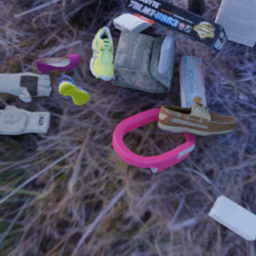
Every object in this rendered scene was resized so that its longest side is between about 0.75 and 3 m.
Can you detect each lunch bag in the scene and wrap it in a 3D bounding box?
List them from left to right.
[{"bbox_3d":[0.622,-2.275,9.865,2.111,1.241,1.731,11,66,1],"label":"lunch bag"}]

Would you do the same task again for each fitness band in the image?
[{"bbox_3d":[0.847,0.308,8.622,2.733,0.511,1.962,-21,52,-29],"label":"fitness band"}]

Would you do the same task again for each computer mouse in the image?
[{"bbox_3d":[0.973,-3.275,10.803,1.824,0.481,1.263,20,66,21],"label":"computer mouse"}]

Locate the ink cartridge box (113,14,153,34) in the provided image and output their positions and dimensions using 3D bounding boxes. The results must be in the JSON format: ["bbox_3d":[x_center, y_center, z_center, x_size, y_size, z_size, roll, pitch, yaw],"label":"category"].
[{"bbox_3d":[0.368,-4.302,11.091,1.519,0.359,1.216,-38,50,-14],"label":"ink cartridge box"}]

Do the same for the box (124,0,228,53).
[{"bbox_3d":[1.686,-3.340,8.953,2.862,2.883,0.716,29,111,14],"label":"box"}]

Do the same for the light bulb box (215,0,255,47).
[{"bbox_3d":[4.624,-5.167,10.331,1.783,2.858,2.833,21,66,9],"label":"light bulb box"}]

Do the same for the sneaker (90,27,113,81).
[{"bbox_3d":[-0.732,-2.111,7.963,0.665,0.674,1.765,0,60,-18],"label":"sneaker"}]

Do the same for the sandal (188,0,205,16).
[{"bbox_3d":[2.800,-4.877,11.523,0.714,0.454,1.899,11,65,5],"label":"sandal"}]

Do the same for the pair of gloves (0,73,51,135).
[{"bbox_3d":[-3.697,-0.857,9.640,2.061,0.425,2.424,-3,67,-6],"label":"pair of gloves"}]

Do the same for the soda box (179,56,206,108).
[{"bbox_3d":[2.202,-1.400,9.691,0.710,0.763,2.232,2,64,2],"label":"soda box"}]

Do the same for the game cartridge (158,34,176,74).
[{"bbox_3d":[1.177,-2.287,8.390,0.275,0.905,1.357,16,37,8],"label":"game cartridge"}]

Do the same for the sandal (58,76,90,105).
[{"bbox_3d":[-1.749,-1.228,9.041,0.578,1.453,0.633,-34,61,7],"label":"sandal"}]

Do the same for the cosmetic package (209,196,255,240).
[{"bbox_3d":[3.053,2.566,7.983,1.270,0.470,0.646,33,69,12],"label":"cosmetic package"}]

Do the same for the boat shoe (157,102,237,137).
[{"bbox_3d":[2.078,-0.300,8.516,2.369,0.875,0.896,1,22,9],"label":"boat shoe"}]

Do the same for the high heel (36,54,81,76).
[{"bbox_3d":[-2.526,-2.454,10.184,1.643,0.788,0.553,-22,66,-10],"label":"high heel"}]
